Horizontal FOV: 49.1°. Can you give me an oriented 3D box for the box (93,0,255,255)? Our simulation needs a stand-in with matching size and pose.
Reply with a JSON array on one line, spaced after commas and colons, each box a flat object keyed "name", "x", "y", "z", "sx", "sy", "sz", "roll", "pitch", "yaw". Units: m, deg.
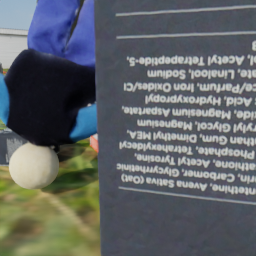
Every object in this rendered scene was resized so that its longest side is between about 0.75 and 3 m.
[{"name": "box", "x": 0.691, "y": -0.202, "z": 1.983, "sx": 1.315, "sy": 2.521, "sz": 1.866, "roll": 3, "pitch": 11, "yaw": 15}]

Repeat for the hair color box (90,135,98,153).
[{"name": "hair color box", "x": -0.406, "y": 0.293, "z": 5.131, "sx": 0.401, "sy": 0.242, "sz": 0.789, "roll": -5, "pitch": 14, "yaw": -21}]

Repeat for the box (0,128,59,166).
[{"name": "box", "x": -1.670, "y": 0.275, "z": 4.620, "sx": 0.811, "sy": 0.511, "sz": 0.825, "roll": -1, "pitch": 12, "yaw": 5}]

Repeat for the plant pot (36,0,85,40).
[{"name": "plant pot", "x": -0.073, "y": -1.628, "z": 5.393, "sx": 2.220, "sy": 2.497, "sz": 2.503, "roll": 37, "pitch": 39, "yaw": 30}]

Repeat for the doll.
[{"name": "doll", "x": -0.743, "y": -0.620, "z": 3.355, "sx": 1.897, "sy": 2.780, "sz": 0.674, "roll": 17, "pitch": -7, "yaw": 2}]
